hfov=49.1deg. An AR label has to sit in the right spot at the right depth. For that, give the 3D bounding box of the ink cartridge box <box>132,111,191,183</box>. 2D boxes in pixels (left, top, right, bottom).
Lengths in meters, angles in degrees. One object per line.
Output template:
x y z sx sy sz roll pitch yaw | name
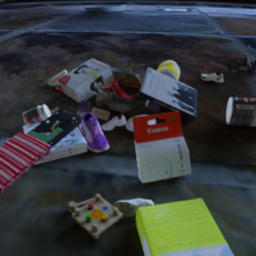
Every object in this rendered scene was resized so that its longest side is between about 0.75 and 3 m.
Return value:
1.031 0.573 8.595 1.589 1.985 0.469 -8 7 -11 | ink cartridge box

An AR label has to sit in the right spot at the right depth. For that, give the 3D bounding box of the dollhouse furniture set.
-1.569 -0.389 11.948 1.349 1.069 0.957 17 -14 -14 | dollhouse furniture set

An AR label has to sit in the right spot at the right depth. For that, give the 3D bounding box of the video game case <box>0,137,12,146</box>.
-4.278 0.557 10.225 0.793 0.075 0.567 4 40 -9 | video game case

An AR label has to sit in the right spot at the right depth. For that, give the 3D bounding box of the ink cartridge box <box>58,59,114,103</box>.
-2.053 -2.360 13.798 2.185 0.905 1.592 -40 46 -21 | ink cartridge box

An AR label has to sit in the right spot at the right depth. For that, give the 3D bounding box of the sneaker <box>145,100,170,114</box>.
1.780 -1.131 12.743 2.164 0.819 0.947 -26 62 -39 | sneaker

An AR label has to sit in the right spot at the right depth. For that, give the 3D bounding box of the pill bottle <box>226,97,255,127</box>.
5.149 -0.603 11.268 2.144 1.139 1.139 5 32 10 | pill bottle

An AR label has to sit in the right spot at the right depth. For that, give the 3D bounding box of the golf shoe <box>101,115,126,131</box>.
-0.604 -0.233 11.209 1.046 0.479 0.394 -22 47 -11 | golf shoe

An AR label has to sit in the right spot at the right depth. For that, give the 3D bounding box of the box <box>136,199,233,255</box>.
1.327 2.876 6.036 1.770 0.692 2.904 -6 32 -9 | box

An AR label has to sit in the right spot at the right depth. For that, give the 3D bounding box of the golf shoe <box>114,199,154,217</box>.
0.163 2.135 7.627 1.101 0.431 0.535 4 10 3 | golf shoe

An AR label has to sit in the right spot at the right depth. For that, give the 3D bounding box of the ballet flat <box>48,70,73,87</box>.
-3.102 -2.759 15.152 2.448 0.878 0.878 -5 32 -6 | ballet flat

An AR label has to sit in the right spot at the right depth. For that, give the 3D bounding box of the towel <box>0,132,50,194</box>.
-3.779 1.218 8.317 1.930 0.300 2.668 17 50 39 | towel

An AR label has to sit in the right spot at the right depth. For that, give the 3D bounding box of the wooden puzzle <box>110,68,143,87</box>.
-0.121 -2.595 14.431 2.625 1.557 0.184 13 78 21 | wooden puzzle

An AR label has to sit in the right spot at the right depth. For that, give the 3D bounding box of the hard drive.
-2.594 0.062 9.697 1.193 0.323 1.708 20 50 36 | hard drive

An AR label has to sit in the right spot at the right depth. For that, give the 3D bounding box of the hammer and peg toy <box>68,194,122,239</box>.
-0.934 2.174 7.387 1.372 0.484 1.009 27 41 37 | hammer and peg toy

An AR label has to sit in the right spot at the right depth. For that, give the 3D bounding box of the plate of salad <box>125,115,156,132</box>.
0.507 -0.142 11.306 1.227 0.295 1.227 -7 35 5 | plate of salad

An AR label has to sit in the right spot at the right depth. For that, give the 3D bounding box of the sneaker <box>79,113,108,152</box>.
-1.298 0.100 10.344 0.760 0.835 1.890 -12 43 -25 | sneaker

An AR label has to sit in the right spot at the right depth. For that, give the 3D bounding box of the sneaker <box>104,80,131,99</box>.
-0.462 -1.789 13.315 1.455 0.840 0.570 13 15 4 | sneaker

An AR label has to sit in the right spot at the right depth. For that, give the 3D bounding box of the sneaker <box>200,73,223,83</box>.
4.676 -2.885 15.628 1.269 0.508 0.468 12 36 22 | sneaker

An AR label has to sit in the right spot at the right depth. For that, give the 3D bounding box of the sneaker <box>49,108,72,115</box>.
-2.918 -0.627 11.884 1.121 0.503 0.376 -10 22 -15 | sneaker

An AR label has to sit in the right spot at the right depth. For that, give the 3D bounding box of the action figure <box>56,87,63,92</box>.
-3.091 -2.102 14.552 1.323 0.342 0.433 -12 36 -14 | action figure

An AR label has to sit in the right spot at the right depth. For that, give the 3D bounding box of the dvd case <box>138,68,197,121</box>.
1.827 -1.534 12.309 2.615 0.323 1.965 23 44 -6 | dvd case

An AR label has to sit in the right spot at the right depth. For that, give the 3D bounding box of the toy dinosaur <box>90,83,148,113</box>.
-0.450 -1.089 12.401 2.681 1.032 1.371 26 27 -10 | toy dinosaur

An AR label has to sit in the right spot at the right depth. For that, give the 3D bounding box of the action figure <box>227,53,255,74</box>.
7.106 -3.864 16.705 2.138 1.091 1.271 -11 23 -15 | action figure

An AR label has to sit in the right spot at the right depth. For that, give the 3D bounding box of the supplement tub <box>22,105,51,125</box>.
-3.619 -0.475 11.088 0.923 0.648 0.648 -23 33 3 | supplement tub

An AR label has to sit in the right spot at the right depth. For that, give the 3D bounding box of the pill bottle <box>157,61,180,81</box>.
2.071 -2.788 14.759 1.224 1.224 2.185 7 32 11 | pill bottle

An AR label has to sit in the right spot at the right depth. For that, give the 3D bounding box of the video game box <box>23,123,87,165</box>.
-2.734 0.385 10.314 1.915 0.492 2.102 -15 35 -19 | video game box
